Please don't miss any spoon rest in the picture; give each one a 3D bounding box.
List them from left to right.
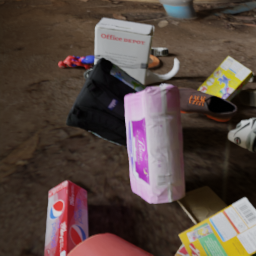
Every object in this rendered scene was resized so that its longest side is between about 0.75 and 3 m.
[{"bbox_3d":[1.061,-2.275,12.034,2.357,0.714,1.171,-16,37,1],"label":"spoon rest"}]

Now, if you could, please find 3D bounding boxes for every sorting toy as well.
[{"bbox_3d":[1.885,1.977,6.619,1.071,0.192,1.437,-10,30,-19],"label":"sorting toy"}]

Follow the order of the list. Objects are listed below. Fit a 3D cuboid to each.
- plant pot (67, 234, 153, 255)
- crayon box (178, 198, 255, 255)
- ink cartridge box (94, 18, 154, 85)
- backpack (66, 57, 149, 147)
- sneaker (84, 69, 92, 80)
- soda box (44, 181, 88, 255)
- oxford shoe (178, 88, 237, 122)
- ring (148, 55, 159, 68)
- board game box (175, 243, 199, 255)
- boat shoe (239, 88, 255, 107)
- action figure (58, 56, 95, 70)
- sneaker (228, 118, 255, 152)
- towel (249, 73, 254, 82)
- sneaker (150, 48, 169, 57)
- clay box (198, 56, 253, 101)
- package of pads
[{"bbox_3d":[-0.048,2.800,4.221,2.214,2.214,1.959,-29,35,-32],"label":"plant pot"},{"bbox_3d":[1.924,2.190,5.453,1.575,0.406,0.990,-29,40,1],"label":"crayon box"},{"bbox_3d":[-0.191,-2.472,10.345,1.942,2.674,1.115,10,39,4],"label":"ink cartridge box"},{"bbox_3d":[-0.054,-0.515,8.212,2.710,2.211,2.084,29,22,-4],"label":"backpack"},{"bbox_3d":[-0.991,-2.316,12.025,1.907,0.705,0.756,-12,28,-23],"label":"sneaker"},{"bbox_3d":[-1.277,2.112,5.922,0.621,0.685,1.957,-34,38,18],"label":"soda box"},{"bbox_3d":[2.351,-0.924,9.414,2.580,0.936,0.918,13,82,5],"label":"oxford shoe"},{"bbox_3d":[0.686,-3.219,13.439,1.588,0.152,1.588,4,37,-3],"label":"ring"},{"bbox_3d":[1.882,3.042,5.277,2.217,0.332,1.059,27,47,27],"label":"board game box"},{"bbox_3d":[4.891,-1.013,9.857,0.731,0.773,2.150,-16,29,-13],"label":"boat shoe"},{"bbox_3d":[-1.937,-3.109,13.024,2.600,0.672,0.850,-6,32,-1],"label":"action figure"},{"bbox_3d":[3.977,0.009,8.661,2.316,0.858,1.025,-15,24,-36],"label":"sneaker"},{"bbox_3d":[4.961,-2.306,12.335,1.077,0.186,0.713,17,42,20],"label":"towel"},{"bbox_3d":[1.420,-3.856,14.204,1.216,0.457,0.493,1,26,-6],"label":"sneaker"},{"bbox_3d":[3.445,-1.528,10.271,0.459,1.931,1.109,23,22,-53],"label":"clay box"},{"bbox_3d":[0.594,0.344,6.621,0.974,2.575,1.551,-4,1,-17],"label":"package of pads"}]
